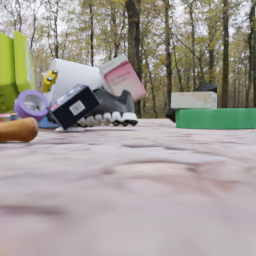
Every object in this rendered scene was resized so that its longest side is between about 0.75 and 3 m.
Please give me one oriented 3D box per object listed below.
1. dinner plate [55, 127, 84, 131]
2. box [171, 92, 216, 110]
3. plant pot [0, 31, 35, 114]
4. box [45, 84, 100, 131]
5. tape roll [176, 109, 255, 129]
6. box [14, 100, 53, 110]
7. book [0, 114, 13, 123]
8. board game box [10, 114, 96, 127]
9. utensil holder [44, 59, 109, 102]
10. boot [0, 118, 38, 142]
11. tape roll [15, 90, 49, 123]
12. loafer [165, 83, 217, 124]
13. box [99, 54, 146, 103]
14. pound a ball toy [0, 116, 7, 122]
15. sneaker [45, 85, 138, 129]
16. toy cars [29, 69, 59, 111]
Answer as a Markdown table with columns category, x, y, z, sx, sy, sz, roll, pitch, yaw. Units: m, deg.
| category | x | y | z | sx | sy | sz | roll | pitch | yaw |
| --- | --- | --- | --- | --- | --- | --- | --- | --- | --- |
| dinner plate | -1.497 | 0.030 | 7.202 | 0.755 | 0.091 | 0.755 | -1 | 4 | 0 |
| box | 2.005 | -0.816 | 8.590 | 1.262 | 0.491 | 0.599 | 3 | 1 | 29 |
| plant pot | -4.474 | -1.887 | 9.756 | 2.200 | 2.412 | 2.424 | -6 | -17 | -13 |
| box | -1.315 | -0.511 | 6.550 | 1.032 | 0.537 | 0.940 | -39 | 22 | -13 |
| tape roll | 2.757 | -0.297 | 8.907 | 2.451 | 0.589 | 2.451 | 0 | 2 | 0 |
| box | -2.427 | -0.647 | 8.601 | 1.591 | 0.328 | 1.241 | 2 | 3 | 9 |
| book | -5.340 | -0.371 | 12.024 | 2.351 | 0.565 | 1.570 | 0 | 4 | 25 |
| board game box | -2.612 | -0.270 | 9.684 | 2.542 | 0.465 | 1.923 | 1 | 2 | 44 |
| utensil holder | -1.871 | -1.442 | 11.182 | 2.548 | 2.165 | 2.165 | 9 | -2 | -26 |
| boot | -1.691 | 0.037 | 3.676 | 0.885 | 0.339 | 0.687 | 1 | 3 | 33 |
| tape roll | -2.402 | -0.538 | 7.026 | 0.779 | 0.779 | 0.331 | -2 | -30 | -40 |
| loafer | 2.450 | -0.854 | 10.453 | 2.272 | 0.811 | 0.829 | -36 | 11 | 38 |
| box | -0.224 | -1.641 | 10.169 | 1.051 | 1.645 | 0.896 | -30 | 0 | -8 |
| pound a ball toy | -4.651 | -0.230 | 9.756 | 0.757 | 0.322 | 0.494 | -15 | -28 | 31 |
| sneaker | -0.978 | -0.579 | 7.555 | 2.476 | 1.120 | 0.823 | -1 | -9 | 6 |
| toy cars | -2.348 | -0.904 | 7.550 | 0.374 | 1.688 | 0.757 | 21 | -8 | -5 |
